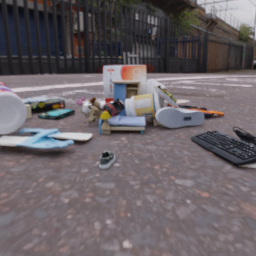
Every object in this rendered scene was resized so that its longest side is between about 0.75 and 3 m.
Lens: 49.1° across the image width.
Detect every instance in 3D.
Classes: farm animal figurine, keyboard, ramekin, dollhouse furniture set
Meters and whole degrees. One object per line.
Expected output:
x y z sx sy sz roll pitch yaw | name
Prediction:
-1.460 -0.780 11.617 0.681 1.094 1.354 -13 5 20 | farm animal figurine
3.051 0.337 8.338 1.438 0.548 2.764 -11 15 -13 | keyboard
1.230 -1.427 13.613 0.809 1.737 1.737 23 23 22 | ramekin
0.257 -0.855 10.991 2.555 1.766 2.706 1 15 5 | dollhouse furniture set

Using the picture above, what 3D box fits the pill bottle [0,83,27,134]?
-4.519 -0.829 9.631 1.375 1.375 2.468 -10 26 -35 | pill bottle

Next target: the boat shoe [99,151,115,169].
-0.544 0.771 7.437 0.349 0.343 0.968 1 14 4 | boat shoe

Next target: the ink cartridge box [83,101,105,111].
-1.558 -1.153 14.963 1.572 0.394 1.275 0 14 -1 | ink cartridge box

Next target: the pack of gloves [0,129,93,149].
-2.707 0.142 8.906 2.625 0.518 2.205 4 12 12 | pack of gloves

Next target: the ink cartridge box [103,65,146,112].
-0.151 -1.588 12.510 1.930 2.379 0.596 -1 -9 1 | ink cartridge box

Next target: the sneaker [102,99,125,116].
-0.534 -0.827 11.014 0.787 0.569 1.611 -40 -6 5 | sneaker

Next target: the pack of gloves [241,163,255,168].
3.983 0.726 7.590 1.884 0.372 1.583 5 16 19 | pack of gloves

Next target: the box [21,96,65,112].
-5.095 -1.223 14.729 2.928 0.584 2.005 -11 16 -38 | box

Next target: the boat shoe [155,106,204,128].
1.938 -0.491 11.422 2.253 0.832 0.961 -3 10 -26 | boat shoe

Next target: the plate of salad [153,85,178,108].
1.560 -1.316 11.349 1.358 0.326 1.358 41 5 -5 | plate of salad

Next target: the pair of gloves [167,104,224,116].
3.234 -0.828 13.731 2.111 0.293 2.370 3 11 -16 | pair of gloves

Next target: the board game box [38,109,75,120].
-3.383 -0.648 13.325 1.050 0.219 1.553 5 15 19 | board game box

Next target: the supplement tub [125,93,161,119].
0.624 -0.850 11.438 1.359 0.983 0.983 -8 13 11 | supplement tub

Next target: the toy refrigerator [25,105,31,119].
-5.187 -0.608 12.233 0.730 0.673 1.924 6 15 22 | toy refrigerator
